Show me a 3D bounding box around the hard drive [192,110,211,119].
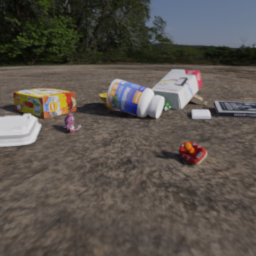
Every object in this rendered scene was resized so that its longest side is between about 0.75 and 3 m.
[{"bbox_3d":[3.527,-0.658,13.599,0.834,0.160,1.265,2,17,11],"label":"hard drive"}]

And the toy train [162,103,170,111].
[{"bbox_3d":[1.391,-1.196,15.134,1.840,0.384,0.519,12,30,35],"label":"toy train"}]

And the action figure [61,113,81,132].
[{"bbox_3d":[-2.358,-0.126,11.134,0.764,0.687,1.026,-26,37,5],"label":"action figure"}]

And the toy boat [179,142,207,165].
[{"bbox_3d":[1.826,0.656,8.240,0.589,0.590,0.902,-45,28,-8],"label":"toy boat"}]

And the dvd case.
[{"bbox_3d":[5.788,-0.921,14.052,2.690,0.333,2.022,3,20,10],"label":"dvd case"}]

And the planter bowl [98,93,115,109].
[{"bbox_3d":[-0.727,-1.450,15.310,1.752,0.730,1.752,-1,16,0],"label":"planter bowl"}]

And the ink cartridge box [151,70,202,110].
[{"bbox_3d":[2.730,-2.236,15.775,1.867,1.083,2.530,13,43,38],"label":"ink cartridge box"}]

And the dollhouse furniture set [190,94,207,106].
[{"bbox_3d":[3.906,-1.635,16.792,1.611,0.787,1.374,29,25,11],"label":"dollhouse furniture set"}]

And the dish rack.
[{"bbox_3d":[-4.699,0.000,10.714,2.407,0.611,2.805,-3,16,-10],"label":"dish rack"}]

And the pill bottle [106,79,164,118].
[{"bbox_3d":[0.358,-1.321,13.309,2.514,1.409,1.409,19,22,18],"label":"pill bottle"}]

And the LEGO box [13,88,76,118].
[{"bbox_3d":[-4.299,-1.350,14.429,2.652,1.023,1.975,13,21,37],"label":"LEGO box"}]
